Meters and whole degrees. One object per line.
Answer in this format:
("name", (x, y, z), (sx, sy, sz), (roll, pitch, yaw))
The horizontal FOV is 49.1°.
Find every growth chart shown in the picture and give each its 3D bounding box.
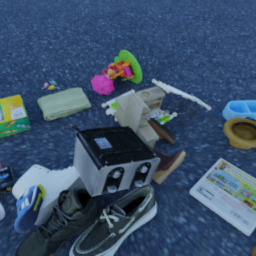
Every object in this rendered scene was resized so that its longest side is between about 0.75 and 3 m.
("growth chart", (0.377, -0.690, 11.835), (2.760, 0.245, 1.997), (34, 55, 31))
("growth chart", (2.169, -1.424, 11.631), (2.289, 0.203, 1.657), (19, 16, -20))

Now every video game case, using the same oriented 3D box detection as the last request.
("video game case", (3.362, 2.096, 8.968), (2.081, 0.238, 1.894), (34, 53, 31))

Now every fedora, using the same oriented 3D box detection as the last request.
("fedora", (4.316, 0.320, 10.463), (1.679, 0.685, 1.679), (4, 42, -4))

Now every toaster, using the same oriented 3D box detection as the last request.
("toaster", (-0.482, 0.846, 8.122), (1.917, 1.258, 2.120), (-5, 34, -32))

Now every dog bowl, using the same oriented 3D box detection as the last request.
("dog bowl", (4.907, -0.713, 11.694), (1.821, 0.451, 1.015), (-1, 44, -2))

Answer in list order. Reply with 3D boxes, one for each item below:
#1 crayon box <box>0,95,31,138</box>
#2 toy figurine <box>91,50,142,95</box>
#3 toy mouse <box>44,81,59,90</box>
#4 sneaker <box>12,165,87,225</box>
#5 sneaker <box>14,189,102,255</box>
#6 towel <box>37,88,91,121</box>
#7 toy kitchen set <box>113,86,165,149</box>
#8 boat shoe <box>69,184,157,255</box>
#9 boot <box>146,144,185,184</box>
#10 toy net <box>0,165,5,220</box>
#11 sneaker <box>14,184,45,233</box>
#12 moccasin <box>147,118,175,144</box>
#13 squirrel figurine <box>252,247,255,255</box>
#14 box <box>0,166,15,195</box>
("crayon box", (-5.333, -0.310, 11.056), (2.549, 0.743, 1.514), (-18, 47, -18))
("toy figurine", (-0.822, -2.376, 12.892), (2.060, 1.680, 2.238), (-33, 31, -18))
("toy mouse", (-3.702, -2.068, 13.287), (0.826, 0.160, 0.734), (-10, 45, -10))
("sneaker", (-2.197, 1.507, 8.974), (1.695, 1.081, 2.934), (34, 51, 30))
("sneaker", (-1.947, 2.561, 7.599), (2.647, 1.516, 1.012), (-29, 50, -24))
("towel", (-2.779, -1.089, 12.129), (2.056, 0.375, 1.525), (-20, 47, -19))
("toy kitchen set", (0.908, -0.646, 10.443), (2.097, 1.896, 2.324), (-19, 55, -24))
("boat shoe", (-0.395, 2.576, 7.774), (2.967, 0.945, 1.049), (-31, 38, -34))
("boot", (1.001, 0.966, 9.207), (1.274, 1.532, 0.554), (47, 28, 19))
("toy net", (-4.053, 1.871, 8.325), (1.402, 0.516, 2.672), (-39, 59, 9))
("sneaker", (-2.709, 2.160, 7.500), (0.573, 0.515, 1.394), (-8, 39, 19))
("moccasin", (1.231, 0.178, 10.738), (1.332, 0.514, 0.487), (35, 28, 6))
("squirrel figurine", (3.824, 3.483, 7.354), (0.983, 0.696, 0.917), (-22, 57, -2))
("box", (-4.356, 1.818, 9.223), (1.122, 0.258, 0.892), (-19, 47, -19))
